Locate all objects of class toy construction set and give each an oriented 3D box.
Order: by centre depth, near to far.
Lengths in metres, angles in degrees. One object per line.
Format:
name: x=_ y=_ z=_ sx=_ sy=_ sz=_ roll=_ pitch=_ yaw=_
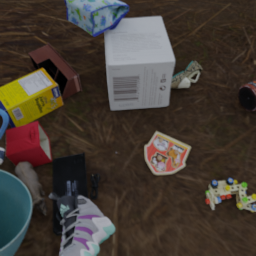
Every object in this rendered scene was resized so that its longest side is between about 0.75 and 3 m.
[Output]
toy construction set: x=2.854 y=1.959 z=8.032 sx=1.543 sy=0.711 sz=1.012 roll=1 pitch=52 yaw=-13

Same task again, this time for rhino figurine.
rhino figurine: x=-2.755 y=1.749 z=8.056 sx=0.562 sy=0.822 sz=1.879 roll=-27 pitch=57 yaw=-17

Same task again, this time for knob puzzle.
knob puzzle: x=1.178 y=0.882 z=9.007 sx=1.601 sy=0.222 sz=1.601 roll=1 pitch=58 yaw=-2

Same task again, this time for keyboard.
keyboard: x=-1.498 y=1.849 z=8.278 sx=1.436 sy=0.307 sz=2.391 roll=-11 pitch=56 yaw=0

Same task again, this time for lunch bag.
lunch bag: x=-1.038 y=-3.996 z=9.451 sx=1.442 sy=1.080 sz=1.696 roll=37 pitch=59 yaw=23

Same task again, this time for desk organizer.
desk organizer: x=-2.901 y=-2.233 z=11.062 sx=0.937 sy=0.873 sz=2.433 roll=-32 pitch=59 yaw=-19

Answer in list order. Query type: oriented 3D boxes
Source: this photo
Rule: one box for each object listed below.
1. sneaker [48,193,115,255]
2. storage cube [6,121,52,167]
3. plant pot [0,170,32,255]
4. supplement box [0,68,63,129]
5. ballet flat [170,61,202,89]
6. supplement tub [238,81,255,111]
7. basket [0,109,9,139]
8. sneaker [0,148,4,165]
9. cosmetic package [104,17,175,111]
sneaker: x=-1.334 y=2.207 z=6.397 sx=0.943 sy=2.426 sz=1.697 roll=-40 pitch=82 yaw=8
storage cube: x=-3.096 y=0.587 z=8.766 sx=1.047 sy=1.165 sz=0.996 roll=-16 pitch=55 yaw=-4
plant pot: x=-3.815 y=2.534 z=6.531 sx=2.875 sy=1.936 sz=2.875 roll=12 pitch=29 yaw=-7
supplement box: x=-3.545 y=-1.030 z=9.982 sx=2.025 sy=1.109 sz=1.102 roll=-31 pitch=60 yaw=-20
ballet flat: x=2.329 y=-1.991 z=11.058 sx=0.720 sy=0.648 sz=1.911 roll=42 pitch=59 yaw=15
supplement tub: x=5.112 y=-1.367 z=10.300 sx=1.927 sy=1.030 sz=1.030 roll=-21 pitch=56 yaw=-16
basket: x=-4.916 y=-0.148 z=8.454 sx=2.468 sy=2.176 sz=1.717 roll=36 pitch=21 yaw=7
sneaker: x=-4.009 y=0.838 z=8.060 sx=0.796 sy=0.321 sz=0.583 roll=9 pitch=66 yaw=-13
cosmetic package: x=0.296 y=-2.376 z=10.307 sx=2.204 sy=2.202 sz=2.671 roll=-4 pitch=53 yaw=-3
